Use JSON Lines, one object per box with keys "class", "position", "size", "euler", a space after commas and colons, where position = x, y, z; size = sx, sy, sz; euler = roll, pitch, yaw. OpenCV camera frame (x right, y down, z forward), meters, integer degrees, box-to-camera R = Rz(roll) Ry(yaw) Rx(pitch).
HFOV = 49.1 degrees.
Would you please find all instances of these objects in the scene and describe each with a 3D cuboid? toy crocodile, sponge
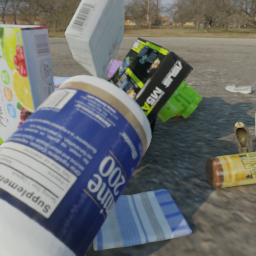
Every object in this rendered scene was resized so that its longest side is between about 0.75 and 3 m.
{"class": "toy crocodile", "position": [1.872, -0.912, 9.824], "size": [0.990, 0.906, 2.933], "euler": [42, 30, 5]}
{"class": "sponge", "position": [-0.536, -2.987, 14.221], "size": [2.398, 0.358, 1.338], "euler": [13, 38, 14]}

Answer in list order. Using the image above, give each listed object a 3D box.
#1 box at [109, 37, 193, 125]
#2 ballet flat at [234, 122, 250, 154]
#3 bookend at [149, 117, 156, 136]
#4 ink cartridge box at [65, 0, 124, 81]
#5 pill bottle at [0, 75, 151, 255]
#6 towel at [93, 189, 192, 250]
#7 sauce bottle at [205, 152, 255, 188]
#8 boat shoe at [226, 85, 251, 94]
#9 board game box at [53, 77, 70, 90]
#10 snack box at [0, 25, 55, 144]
{"class": "box", "position": [-0.044, -0.722, 6.816], "size": [0.705, 2.867, 2.968], "euler": [34, 12, -21]}
{"class": "ballet flat", "position": [2.553, 0.221, 6.272], "size": [0.313, 0.216, 0.930], "euler": [-11, 51, 24]}
{"class": "bookend", "position": [0.598, -0.421, 8.270], "size": [0.452, 0.981, 0.975], "euler": [11, 22, 1]}
{"class": "ink cartridge box", "position": [-0.516, -1.744, 5.262], "size": [0.442, 1.497, 1.870], "euler": [19, -17, 5]}
{"class": "pill bottle", "position": [-0.989, 0.794, 3.475], "size": [1.588, 1.588, 2.861], "euler": [13, 52, 30]}
{"class": "towel", "position": [0.118, 1.475, 4.698], "size": [1.578, 0.188, 1.159], "euler": [-4, 23, -11]}
{"class": "sauce bottle", "position": [2.585, 0.785, 5.630], "size": [1.946, 0.642, 0.642], "euler": [-8, 23, -4]}
{"class": "boat shoe", "position": [4.972, -1.797, 12.612], "size": [1.108, 0.355, 0.408], "euler": [17, 28, 37]}
{"class": "board game box", "position": [-2.798, -1.738, 12.222], "size": [2.822, 0.516, 2.135], "euler": [10, 24, 24]}
{"class": "snack box", "position": [-2.774, -0.925, 6.867], "size": [2.128, 2.993, 0.793], "euler": [14, 27, 31]}
